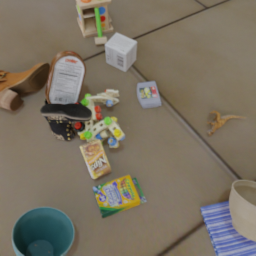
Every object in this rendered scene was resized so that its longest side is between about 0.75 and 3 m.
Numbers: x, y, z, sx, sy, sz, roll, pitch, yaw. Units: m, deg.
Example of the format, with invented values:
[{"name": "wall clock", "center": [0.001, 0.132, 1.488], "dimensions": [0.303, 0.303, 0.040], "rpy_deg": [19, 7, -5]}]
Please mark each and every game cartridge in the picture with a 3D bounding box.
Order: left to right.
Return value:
[{"name": "game cartridge", "center": [0.818, -1.389, 11.630], "dimensions": [0.868, 0.267, 1.304], "rpy_deg": [-10, 56, -2]}]

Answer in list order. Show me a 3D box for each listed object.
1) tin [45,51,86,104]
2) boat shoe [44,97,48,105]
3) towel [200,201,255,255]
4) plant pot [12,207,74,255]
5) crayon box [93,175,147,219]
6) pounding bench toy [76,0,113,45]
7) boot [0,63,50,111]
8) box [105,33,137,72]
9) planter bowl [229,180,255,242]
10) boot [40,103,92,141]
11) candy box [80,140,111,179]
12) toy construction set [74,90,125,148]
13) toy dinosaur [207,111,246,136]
[{"name": "tin", "center": [-2.365, -1.735, 10.659], "dimensions": [1.302, 2.325, 0.487], "rpy_deg": [6, 25, -29]}, {"name": "boat shoe", "center": [-3.208, -1.065, 11.319], "dimensions": [0.341, 0.288, 0.956], "rpy_deg": [-25, 55, 10]}, {"name": "towel", "center": [3.178, 3.210, 8.499], "dimensions": [1.438, 0.237, 1.986], "rpy_deg": [-10, 56, -8]}, {"name": "plant pot", "center": [-2.418, 3.219, 7.840], "dimensions": [1.625, 1.094, 1.625], "rpy_deg": [14, 35, -10]}, {"name": "crayon box", "center": [-0.271, 2.164, 9.074], "dimensions": [1.538, 0.397, 0.967], "rpy_deg": [-17, 56, -14]}, {"name": "pounding bench toy", "center": [-1.550, -5.407, 13.336], "dimensions": [1.519, 1.907, 2.445], "rpy_deg": [-16, 57, -10]}, {"name": "boot", "center": [-4.793, -2.023, 11.717], "dimensions": [2.141, 1.058, 2.758], "rpy_deg": [24, 66, 20]}, {"name": "box", "center": [-0.310, -3.335, 12.381], "dimensions": [1.119, 1.113, 0.958], "rpy_deg": [29, 63, 16]}, {"name": "planter bowl", "center": [3.691, 2.471, 8.064], "dimensions": [1.767, 1.189, 1.767], "rpy_deg": [13, 18, -4]}, {"name": "boot", "center": [-2.101, -0.171, 10.035], "dimensions": [1.842, 1.387, 0.674], "rpy_deg": [3, 47, 7]}, {"name": "candy box", "center": [-1.098, 1.051, 9.478], "dimensions": [0.678, 0.325, 1.175], "rpy_deg": [-23, 97, -20]}, {"name": "toy construction set", "center": [-1.047, -0.445, 10.353], "dimensions": [1.814, 1.274, 2.766], "rpy_deg": [-19, 46, 16]}, {"name": "toy dinosaur", "center": [3.576, -0.295, 10.830], "dimensions": [1.713, 0.518, 0.910], "rpy_deg": [-32, 87, -15]}]
